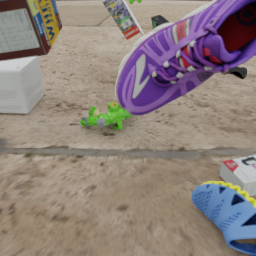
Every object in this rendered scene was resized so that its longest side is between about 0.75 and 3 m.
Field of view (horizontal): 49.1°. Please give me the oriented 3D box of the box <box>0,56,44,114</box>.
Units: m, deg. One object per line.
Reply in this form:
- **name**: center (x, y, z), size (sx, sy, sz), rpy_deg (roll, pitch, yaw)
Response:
- **box**: center (-4.228, -1.585, 9.945), size (1.830, 1.576, 1.839), rpy_deg (2, 30, 3)

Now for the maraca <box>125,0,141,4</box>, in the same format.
- **maraca**: center (0.243, -5.210, 10.114), size (0.979, 1.428, 0.764), rpy_deg (-1, 1, 18)

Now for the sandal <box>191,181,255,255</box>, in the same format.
- **sandal**: center (2.015, 1.735, 4.977), size (0.960, 0.876, 2.205), rpy_deg (-28, 39, -33)

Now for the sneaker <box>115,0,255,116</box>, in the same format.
- **sneaker**: center (0.883, -1.061, 3.868), size (2.841, 1.145, 1.185), rpy_deg (-35, 16, 27)

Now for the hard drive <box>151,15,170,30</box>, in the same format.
- **hard drive**: center (1.348, -2.776, 9.380), size (0.405, 1.497, 2.142), rpy_deg (-18, 35, -3)

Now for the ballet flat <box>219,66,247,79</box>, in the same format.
- **ballet flat**: center (2.298, -1.198, 6.078), size (0.882, 0.251, 0.293), rpy_deg (-4, 4, -32)

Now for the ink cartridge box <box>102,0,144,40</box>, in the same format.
- **ink cartridge box**: center (-0.143, -4.198, 10.686), size (0.661, 2.625, 1.430), rpy_deg (-28, 49, 13)

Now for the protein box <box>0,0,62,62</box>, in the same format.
- **protein box**: center (-2.405, -2.202, 5.683), size (1.620, 1.093, 1.609), rpy_deg (-6, 39, 6)

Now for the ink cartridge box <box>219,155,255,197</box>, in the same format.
- **ink cartridge box**: center (2.840, 1.076, 6.441), size (1.136, 0.471, 0.828), rpy_deg (-9, 31, -15)

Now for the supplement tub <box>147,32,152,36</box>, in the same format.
- **supplement tub**: center (1.533, -3.486, 12.958), size (1.861, 1.861, 2.566), rpy_deg (0, 30, 0)

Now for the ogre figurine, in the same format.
- **ogre figurine**: center (-0.499, -0.397, 8.726), size (1.757, 0.862, 1.054), rpy_deg (1, 8, -29)
